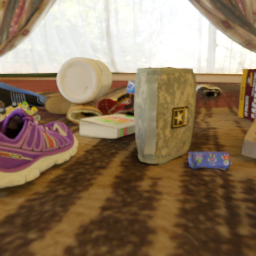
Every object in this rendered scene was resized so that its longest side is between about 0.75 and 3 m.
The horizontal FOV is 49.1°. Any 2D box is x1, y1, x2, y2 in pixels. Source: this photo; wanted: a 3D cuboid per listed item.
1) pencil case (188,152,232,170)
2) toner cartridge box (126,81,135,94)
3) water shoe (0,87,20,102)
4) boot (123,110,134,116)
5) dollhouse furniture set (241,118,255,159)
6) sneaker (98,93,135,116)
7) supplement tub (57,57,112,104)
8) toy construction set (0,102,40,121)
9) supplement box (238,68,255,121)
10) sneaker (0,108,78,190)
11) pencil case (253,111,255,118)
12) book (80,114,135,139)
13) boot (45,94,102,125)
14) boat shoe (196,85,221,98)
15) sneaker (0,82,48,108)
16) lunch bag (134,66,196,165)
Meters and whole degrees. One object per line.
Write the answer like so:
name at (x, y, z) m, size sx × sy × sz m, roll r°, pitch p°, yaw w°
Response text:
pencil case at (1.600, 0.648, 5.545) m, size 0.813 × 0.353 × 0.317 m, roll 1°, pitch -11°, yaw 6°
toner cartridge box at (0.931, -1.420, 12.231) m, size 1.404 × 0.638 × 2.955 m, roll 11°, pitch 15°, yaw -17°
water shoe at (-6.422, -1.708, 14.217) m, size 1.922 × 0.758 × 0.687 m, roll -12°, pitch 18°, yaw -40°
boot at (0.092, -0.677, 11.012) m, size 1.124 × 0.381 × 0.734 m, roll 9°, pitch 29°, yaw -27°
dollhouse furniture set at (3.988, -0.500, 5.661) m, size 2.446 × 1.993 × 2.327 m, roll 16°, pitch 35°, yaw 30°
sneaker at (-0.306, -0.763, 10.126) m, size 1.902 × 0.740 × 0.781 m, roll -9°, pitch -1°, yaw 34°
supplement tub at (-1.515, -1.785, 10.334) m, size 1.569 × 1.569 × 2.379 m, roll 1°, pitch 11°, yaw 6°
toy construction set at (-3.649, -0.379, 9.050) m, size 1.375 × 0.633 × 0.902 m, roll -24°, pitch 63°, yaw -35°
supplement box at (5.690, -1.051, 9.296) m, size 2.679 × 1.803 × 2.716 m, roll -4°, pitch 14°, yaw -14°
sneaker at (-1.812, 0.184, 5.389) m, size 1.168 × 1.208 × 2.896 m, roll -3°, pitch 9°, yaw 9°
pencil case at (4.172, -0.242, 8.604) m, size 0.295 × 0.328 × 0.756 m, roll 9°, pitch 38°, yaw -25°
book at (-0.306, -0.059, 8.323) m, size 1.294 × 0.465 × 1.936 m, roll 9°, pitch 13°, yaw 30°
boot at (-2.022, -0.666, 10.004) m, size 2.061 × 0.778 × 2.353 m, roll -2°, pitch 15°, yaw -10°
boat shoe at (4.564, -1.927, 15.545) m, size 1.823 × 0.674 × 0.550 m, roll 9°, pitch 49°, yaw -35°
sneaker at (-4.418, -1.106, 11.633) m, size 2.503 × 0.975 × 0.878 m, roll 17°, pitch -2°, yaw 1°
lunch bag at (0.810, -0.419, 6.439) m, size 1.402 × 1.956 × 2.385 m, roll 5°, pitch 15°, yaw 13°
